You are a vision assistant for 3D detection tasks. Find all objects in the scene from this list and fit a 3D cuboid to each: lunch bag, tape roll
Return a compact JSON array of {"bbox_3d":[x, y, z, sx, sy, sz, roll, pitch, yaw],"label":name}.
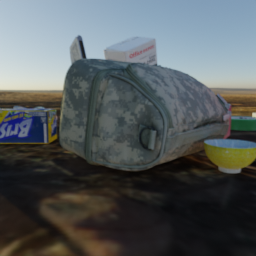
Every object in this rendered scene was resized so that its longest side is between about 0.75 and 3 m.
[{"bbox_3d":[0.438,-0.226,5.361,2.299,1.910,2.742,23,19,35],"label":"lunch bag"},{"bbox_3d":[4.262,-0.187,10.592,1.666,0.400,1.666,0,7,0],"label":"tape roll"}]

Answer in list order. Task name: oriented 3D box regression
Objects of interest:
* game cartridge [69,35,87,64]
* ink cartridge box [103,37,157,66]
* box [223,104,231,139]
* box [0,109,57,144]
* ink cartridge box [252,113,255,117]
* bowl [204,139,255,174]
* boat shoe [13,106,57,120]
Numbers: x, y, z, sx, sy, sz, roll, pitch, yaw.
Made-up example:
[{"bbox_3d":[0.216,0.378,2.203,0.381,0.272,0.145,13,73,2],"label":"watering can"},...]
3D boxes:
[{"bbox_3d":[-1.557,-2.204,8.668,0.222,1.098,0.732,2,-26,-38],"label":"game cartridge"},{"bbox_3d":[0.240,-2.089,11.234,1.121,2.657,1.923,17,38,37],"label":"ink cartridge box"},{"bbox_3d":[2.174,-0.171,7.934,1.168,0.996,1.827,4,8,28],"label":"box"},{"bbox_3d":[-3.385,-0.063,7.504,2.774,0.892,0.972,-1,6,-1],"label":"box"},{"bbox_3d":[5.979,-0.391,11.954,1.078,0.472,0.783,-4,9,-21],"label":"ink cartridge box"},{"bbox_3d":[1.716,0.488,4.707,0.886,0.477,0.886,0,7,0],"label":"bowl"},{"bbox_3d":[-3.750,-0.516,11.431,0.960,0.835,2.605,2,7,18],"label":"boat shoe"}]
